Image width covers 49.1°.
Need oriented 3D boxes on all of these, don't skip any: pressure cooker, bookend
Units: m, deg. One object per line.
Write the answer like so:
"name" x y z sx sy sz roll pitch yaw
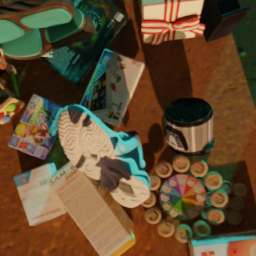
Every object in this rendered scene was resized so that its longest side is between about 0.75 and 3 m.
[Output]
"pressure cooker" 1.595 0.067 7.266 1.248 1.229 1.397 -4 129 11
"bookend" 2.372 -3.393 7.562 0.723 1.560 1.570 -19 85 0

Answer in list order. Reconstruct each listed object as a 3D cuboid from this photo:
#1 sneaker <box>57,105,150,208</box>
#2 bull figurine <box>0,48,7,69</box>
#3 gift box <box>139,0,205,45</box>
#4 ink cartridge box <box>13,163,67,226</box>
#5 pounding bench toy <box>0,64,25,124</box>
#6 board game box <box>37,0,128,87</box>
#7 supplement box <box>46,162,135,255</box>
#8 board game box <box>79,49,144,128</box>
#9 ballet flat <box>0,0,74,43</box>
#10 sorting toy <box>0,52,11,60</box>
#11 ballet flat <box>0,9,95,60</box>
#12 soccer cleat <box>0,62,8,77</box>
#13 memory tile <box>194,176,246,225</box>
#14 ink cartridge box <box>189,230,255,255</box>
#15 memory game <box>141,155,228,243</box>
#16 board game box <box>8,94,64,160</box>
"sneaker" -0.478 0.391 6.784 1.114 1.815 2.790 -41 107 17
"bull figurine" -3.646 -1.934 7.544 1.023 0.621 0.333 26 49 24
"gift box" 1.123 -3.228 7.511 1.678 1.818 1.698 -8 70 7
"ink cartridge box" -2.328 1.790 7.618 1.007 0.590 1.394 -20 84 -2
"pounding bench toy" -3.389 -0.917 7.700 1.405 0.873 1.096 -43 87 -3
"board game box" -1.404 -2.683 8.105 1.707 0.355 2.524 36 86 3
"supplement box" -0.862 1.958 7.138 0.885 1.517 2.408 -37 87 -2
"board game box" -0.466 -1.121 7.840 1.213 0.333 1.922 22 84 7
"ballet flat" -2.587 -2.722 6.657 2.851 0.969 0.975 -9 78 12
"sorting toy" -3.416 -2.200 8.061 0.819 0.395 0.139 -12 52 2
"ballet flat" -2.054 -2.285 7.328 2.725 0.932 0.927 -7 86 20
"soccer cleat" -3.976 -1.551 8.051 1.255 0.406 0.525 -28 45 7
"memory tile" 2.467 2.016 7.828 1.536 0.129 1.177 11 84 1
"ink cartridge box" 2.858 4.214 7.394 2.168 0.670 2.673 -7 83 0
"memory game" 1.488 1.921 7.599 2.376 0.151 2.376 0 89 8
"board game box" -2.429 -0.020 7.643 1.042 0.265 1.540 26 75 -16
